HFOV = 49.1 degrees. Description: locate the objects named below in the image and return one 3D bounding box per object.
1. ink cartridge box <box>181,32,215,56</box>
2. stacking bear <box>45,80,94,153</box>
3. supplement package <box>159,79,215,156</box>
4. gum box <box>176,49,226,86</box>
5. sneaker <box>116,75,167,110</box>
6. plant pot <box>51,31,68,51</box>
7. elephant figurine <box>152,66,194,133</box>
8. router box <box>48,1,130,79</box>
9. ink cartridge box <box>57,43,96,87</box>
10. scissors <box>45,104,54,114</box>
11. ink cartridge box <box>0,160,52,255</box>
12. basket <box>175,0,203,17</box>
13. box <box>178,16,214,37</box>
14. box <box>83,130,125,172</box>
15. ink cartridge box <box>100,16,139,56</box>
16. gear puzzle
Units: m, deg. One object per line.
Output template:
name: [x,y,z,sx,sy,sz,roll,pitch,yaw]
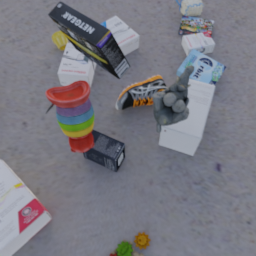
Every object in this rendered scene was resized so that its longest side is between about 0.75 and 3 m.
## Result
ink cartridge box: [3.477,-4.183,13.987,1.354,0.580,1.000,-12,60,-5]
stacking bear: [-1.637,-0.180,8.942,1.336,2.200,1.251,-19,37,-18]
supplement package: [2.341,-0.484,11.233,1.514,1.519,2.589,18,61,11]
gum box: [3.386,-2.646,13.007,1.795,0.400,1.525,32,69,11]
sneaker: [0.645,-1.385,12.108,2.607,1.020,1.007,-29,69,-17]
plant pot: [-3.338,-4.305,14.008,0.781,0.781,0.734,-20,77,-12]
elephant figurine: [1.497,-0.944,8.918,1.392,1.269,1.794,-12,31,31]
router box: [-1.343,-3.086,9.987,2.666,2.096,0.696,38,86,27]
ink cartridge box: [-2.315,-2.935,13.099,1.446,0.848,1.974,5,58,3]
scissors: [-2.655,-0.868,9.829,1.380,0.505,0.096,-29,68,28]
ink cartridge box: [-4.241,2.716,9.553,1.970,1.143,2.669,-40,65,-21]
basket: [3.324,-6.793,15.266,1.313,1.035,1.489,-12,68,-7]
box: [3.601,-5.318,14.815,1.704,0.321,1.163,12,60,7]
box: [-0.931,0.875,10.667,1.501,1.114,0.804,23,61,12]
ink cartridge box: [-0.559,-4.544,14.067,1.396,0.805,1.924,-34,65,-19]
gear puzzle: [-0.062,4.348,9.076,1.176,0.297,2.271,40,67,21]
